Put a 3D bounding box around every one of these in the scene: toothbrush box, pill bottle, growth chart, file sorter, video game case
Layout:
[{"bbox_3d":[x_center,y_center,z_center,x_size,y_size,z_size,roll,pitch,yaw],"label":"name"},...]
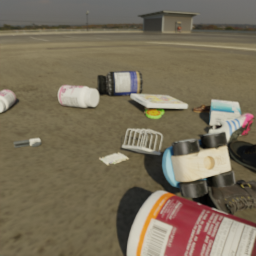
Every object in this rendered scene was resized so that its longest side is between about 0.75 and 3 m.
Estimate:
[{"bbox_3d":[4.457,-0.675,12.998,1.271,0.740,1.736,7,25,13],"label":"toothbrush box"},{"bbox_3d":[-6.484,-1.342,14.411,0.879,0.879,1.550,0,23,-1],"label":"pill bottle"},{"bbox_3d":[-0.509,-2.643,16.750,2.596,1.452,1.452,-3,23,-8],"label":"pill bottle"},{"bbox_3d":[-0.487,1.080,9.747,0.875,0.078,0.633,-14,27,-29],"label":"growth chart"},{"bbox_3d":[0.500,0.455,9.608,0.809,0.726,1.165,19,-10,-33],"label":"file sorter"},{"bbox_3d":[1.577,2.298,4.853,2.882,1.645,1.645,14,27,30],"label":"pill bottle"},{"bbox_3d":[-2.583,-1.630,14.646,1.931,1.095,1.095,7,24,23],"label":"pill bottle"},{"bbox_3d":[1.557,-1.394,14.521,2.291,0.262,2.085,0,19,-23],"label":"video game case"}]

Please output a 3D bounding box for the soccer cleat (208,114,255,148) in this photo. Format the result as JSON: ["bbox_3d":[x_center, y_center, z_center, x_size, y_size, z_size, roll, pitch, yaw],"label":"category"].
[{"bbox_3d":[4.157,-0.070,11.251,1.174,0.950,2.719,25,34,32],"label":"soccer cleat"}]

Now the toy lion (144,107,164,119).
[{"bbox_3d":[1.314,-0.749,13.780,1.036,0.356,0.993,-9,30,-22],"label":"toy lion"}]

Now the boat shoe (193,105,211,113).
[{"bbox_3d":[3.878,-1.002,14.257,1.120,0.394,0.394,0,25,3],"label":"boat shoe"}]

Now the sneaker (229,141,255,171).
[{"bbox_3d":[4.077,0.698,8.878,0.859,1.220,2.297,-34,33,-11],"label":"sneaker"}]

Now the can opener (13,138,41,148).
[{"bbox_3d":[-3.820,0.605,10.628,0.975,0.260,0.326,-8,22,-17],"label":"can opener"}]

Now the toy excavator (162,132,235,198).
[{"bbox_3d":[1.916,0.886,8.053,2.640,1.356,2.715,-10,-1,-22],"label":"toy excavator"}]

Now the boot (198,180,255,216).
[{"bbox_3d":[2.874,1.869,7.037,1.875,0.746,2.154,-1,21,-1],"label":"boot"}]
